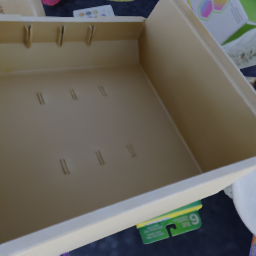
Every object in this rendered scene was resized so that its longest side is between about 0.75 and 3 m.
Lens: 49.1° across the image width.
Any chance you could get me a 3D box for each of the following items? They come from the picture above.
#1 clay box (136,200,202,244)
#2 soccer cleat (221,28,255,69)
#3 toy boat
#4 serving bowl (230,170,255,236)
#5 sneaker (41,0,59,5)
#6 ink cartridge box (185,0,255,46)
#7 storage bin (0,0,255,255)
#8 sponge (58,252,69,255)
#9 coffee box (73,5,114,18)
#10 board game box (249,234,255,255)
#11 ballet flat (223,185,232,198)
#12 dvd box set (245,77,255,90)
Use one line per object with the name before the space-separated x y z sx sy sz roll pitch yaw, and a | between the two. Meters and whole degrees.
clay box | 0.610 1.113 6.139 1.378 0.571 2.398 -15 60 -7
soccer cleat | 1.674 -1.125 4.390 1.564 0.542 0.607 -17 17 24
toy boat | -2.738 -2.181 5.092 2.244 1.887 1.043 -18 46 -3
serving bowl | 2.764 0.420 3.737 2.834 2.834 0.932 9 25 5
sneaker | -2.494 -4.500 9.417 1.079 0.439 0.476 -32 64 -26
ink cartridge box | 1.940 -2.398 4.740 0.831 2.194 1.622 -5 69 -30
storage bin | -0.325 -0.353 3.094 2.862 1.341 2.841 -12 62 -28
sponge | -1.034 1.332 3.438 0.141 0.529 0.948 -20 77 -47
coffee box | -0.874 -2.593 7.928 1.082 1.094 1.092 -12 61 -7
board game box | 3.694 2.662 5.268 2.567 0.578 1.952 21 63 12
ballet flat | 2.906 0.627 6.335 0.816 0.816 2.273 30 64 16
dvd box set | 1.139 -0.320 4.469 1.587 1.161 0.233 13 36 33
